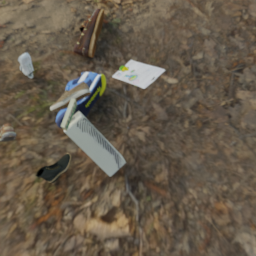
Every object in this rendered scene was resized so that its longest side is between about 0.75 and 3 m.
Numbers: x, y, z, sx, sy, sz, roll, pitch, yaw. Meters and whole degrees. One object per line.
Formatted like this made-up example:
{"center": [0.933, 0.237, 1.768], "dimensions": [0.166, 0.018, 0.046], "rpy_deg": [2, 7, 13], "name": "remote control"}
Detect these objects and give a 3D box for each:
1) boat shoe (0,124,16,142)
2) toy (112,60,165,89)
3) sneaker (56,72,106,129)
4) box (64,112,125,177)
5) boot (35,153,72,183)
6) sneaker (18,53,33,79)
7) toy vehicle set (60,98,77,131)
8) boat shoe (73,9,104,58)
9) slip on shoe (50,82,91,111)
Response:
{"center": [-3.838, 0.159, 8.861], "dimensions": [0.502, 1.325, 0.476], "rpy_deg": [-7, 82, -37], "name": "boat shoe"}
{"center": [0.348, -1.716, 9.406], "dimensions": [0.994, 0.408, 1.726], "rpy_deg": [-44, 46, -16], "name": "toy"}
{"center": [-1.872, -1.054, 10.248], "dimensions": [1.068, 0.960, 2.597], "rpy_deg": [25, 61, 19], "name": "sneaker"}
{"center": [-1.050, 0.504, 8.733], "dimensions": [0.711, 0.855, 2.081], "rpy_deg": [-42, 113, -1], "name": "box"}
{"center": [-2.345, 1.227, 8.911], "dimensions": [0.434, 0.775, 1.120], "rpy_deg": [31, 83, 31], "name": "boot"}
{"center": [-3.808, -2.361, 10.610], "dimensions": [0.490, 1.282, 0.516], "rpy_deg": [-35, 84, -20], "name": "sneaker"}
{"center": [-1.497, -0.329, 7.111], "dimensions": [0.102, 0.478, 0.769], "rpy_deg": [19, 80, -1], "name": "toy vehicle set"}
{"center": [-1.634, -4.096, 11.792], "dimensions": [0.876, 0.876, 2.490], "rpy_deg": [12, 63, 3], "name": "boat shoe"}
{"center": [-1.746, -0.909, 8.255], "dimensions": [1.333, 0.507, 0.404], "rpy_deg": [-27, 82, 17], "name": "slip on shoe"}
